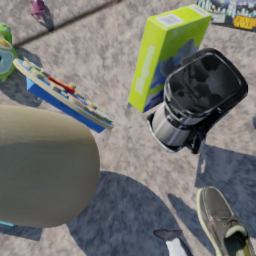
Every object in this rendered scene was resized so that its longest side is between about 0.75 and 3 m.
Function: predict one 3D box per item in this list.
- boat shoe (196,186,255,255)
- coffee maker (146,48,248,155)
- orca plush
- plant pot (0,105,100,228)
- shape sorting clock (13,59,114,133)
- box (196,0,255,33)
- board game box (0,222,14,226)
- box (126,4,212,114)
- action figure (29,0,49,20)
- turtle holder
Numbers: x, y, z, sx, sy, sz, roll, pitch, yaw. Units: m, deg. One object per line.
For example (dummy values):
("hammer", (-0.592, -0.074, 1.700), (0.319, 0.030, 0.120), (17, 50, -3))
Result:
("boat shoe", (1.840, 1.919, 5.019), (0.732, 0.673, 2.049), (2, 51, -16))
("coffee maker", (1.375, -0.610, 5.622), (1.344, 1.995, 1.917), (33, 69, 6))
("orca plush", (0.653, 2.028, 3.902), (0.717, 0.484, 1.363), (-25, 92, -6))
("plant pot", (-2.391, 0.648, 5.404), (2.679, 2.861, 2.679), (-6, 75, 21))
("shape sorting clock", (-1.095, -0.619, 5.067), (2.059, 2.059, 0.404), (38, 97, 4))
("box", (2.365, -2.739, 5.942), (1.765, 0.352, 1.208), (24, 117, 30))
("board game box", (-4.154, 1.511, 7.985), (2.543, 0.597, 1.920), (12, 84, 1))
("box", (0.779, -1.313, 5.982), (1.402, 2.299, 0.548), (-30, 61, -33))
("action figure", (-2.766, -3.688, 8.625), (0.529, 0.588, 0.790), (-9, 70, -7))
("turtle holder", (-3.815, -2.161, 8.168), (1.514, 1.075, 1.151), (-37, 84, -4))
